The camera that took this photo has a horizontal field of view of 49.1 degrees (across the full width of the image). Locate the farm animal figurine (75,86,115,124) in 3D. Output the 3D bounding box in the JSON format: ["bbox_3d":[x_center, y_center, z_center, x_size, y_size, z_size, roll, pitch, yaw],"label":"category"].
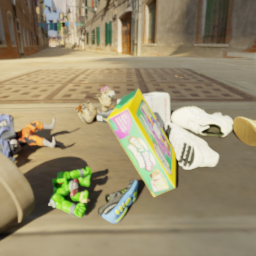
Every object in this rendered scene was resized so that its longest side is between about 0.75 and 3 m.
[{"bbox_3d":[-1.525,-1.098,14.448,2.199,1.106,1.776,-37,18,-5],"label":"farm animal figurine"}]

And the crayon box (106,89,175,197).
[{"bbox_3d":[0.524,0.341,8.491,0.764,2.619,2.260,-27,14,19],"label":"crayon box"}]

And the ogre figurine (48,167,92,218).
[{"bbox_3d":[-1.514,1.627,7.449,0.950,0.777,1.584,6,56,-3],"label":"ogre figurine"}]

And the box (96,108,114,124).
[{"bbox_3d":[-0.539,-0.552,14.313,1.725,0.440,1.360,14,25,35],"label":"box"}]

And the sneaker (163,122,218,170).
[{"bbox_3d":[2.091,0.640,10.176,1.216,1.127,3.000,6,20,-20],"label":"sneaker"}]

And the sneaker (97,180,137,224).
[{"bbox_3d":[-0.226,1.829,7.410,0.704,0.603,1.700,12,24,23],"label":"sneaker"}]

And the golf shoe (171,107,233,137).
[{"bbox_3d":[3.175,-0.215,12.578,2.795,1.094,1.359,9,27,25],"label":"golf shoe"}]

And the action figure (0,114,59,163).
[{"bbox_3d":[-3.968,0.676,10.386,2.607,1.410,2.695,-10,48,-8],"label":"action figure"}]

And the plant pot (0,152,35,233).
[{"bbox_3d":[-3.485,1.682,5.941,2.184,2.184,1.895,10,34,26],"label":"plant pot"}]

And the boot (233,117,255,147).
[{"bbox_3d":[5.921,0.170,11.486,2.095,0.981,2.695,-9,23,-22],"label":"boot"}]

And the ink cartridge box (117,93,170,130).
[{"bbox_3d":[0.742,-0.574,12.490,2.312,1.685,0.957,-16,19,-39],"label":"ink cartridge box"}]
